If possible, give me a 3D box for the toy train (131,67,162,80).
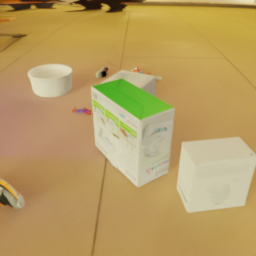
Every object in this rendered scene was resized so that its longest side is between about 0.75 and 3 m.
[{"bbox_3d":[0.835,-2.983,15.376,1.940,0.540,1.457,19,36,29],"label":"toy train"}]

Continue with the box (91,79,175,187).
[{"bbox_3d":[0.019,0.063,8.639,1.272,2.321,2.630,-20,36,-29],"label":"box"}]

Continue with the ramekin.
[{"bbox_3d":[-3.773,-2.327,13.826,2.098,1.023,2.098,0,32,0],"label":"ramekin"}]

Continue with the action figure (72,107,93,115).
[{"bbox_3d":[-1.908,-0.724,11.972,0.961,0.248,0.314,11,31,13],"label":"action figure"}]

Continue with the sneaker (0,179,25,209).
[{"bbox_3d":[-3.601,1.761,7.503,1.996,0.781,0.771,17,55,26],"label":"sneaker"}]

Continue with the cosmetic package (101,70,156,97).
[{"bbox_3d":[0.038,-1.698,12.694,1.845,1.138,1.851,15,36,24],"label":"cosmetic package"}]

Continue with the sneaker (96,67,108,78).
[{"bbox_3d":[-1.349,-3.086,15.698,0.479,0.404,1.095,16,39,23],"label":"sneaker"}]

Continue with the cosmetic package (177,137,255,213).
[{"bbox_3d":[2.258,1.215,7.402,1.631,1.636,1.006,-4,32,-8],"label":"cosmetic package"}]
